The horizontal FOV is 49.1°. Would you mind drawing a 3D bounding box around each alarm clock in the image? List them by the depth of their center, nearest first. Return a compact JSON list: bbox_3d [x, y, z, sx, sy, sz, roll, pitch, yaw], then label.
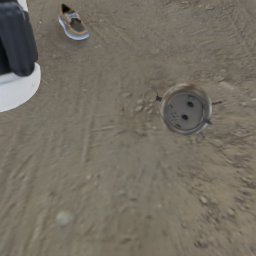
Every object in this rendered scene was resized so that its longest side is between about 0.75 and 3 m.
[{"bbox_3d":[0.973,-0.404,5.467,1.459,0.984,0.486,23,21,11],"label":"alarm clock"}]

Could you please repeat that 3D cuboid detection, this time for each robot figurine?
[{"bbox_3d":[-2.465,-1.578,4.596,1.702,2.727,2.049,-11,29,-11],"label":"robot figurine"}]

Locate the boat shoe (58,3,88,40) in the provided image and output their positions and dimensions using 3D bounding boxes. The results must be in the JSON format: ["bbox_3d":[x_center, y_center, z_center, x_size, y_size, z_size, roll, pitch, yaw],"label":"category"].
[{"bbox_3d":[-2.101,-3.942,10.302,0.699,0.700,1.936,-28,55,-22],"label":"boat shoe"}]
